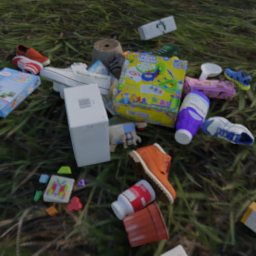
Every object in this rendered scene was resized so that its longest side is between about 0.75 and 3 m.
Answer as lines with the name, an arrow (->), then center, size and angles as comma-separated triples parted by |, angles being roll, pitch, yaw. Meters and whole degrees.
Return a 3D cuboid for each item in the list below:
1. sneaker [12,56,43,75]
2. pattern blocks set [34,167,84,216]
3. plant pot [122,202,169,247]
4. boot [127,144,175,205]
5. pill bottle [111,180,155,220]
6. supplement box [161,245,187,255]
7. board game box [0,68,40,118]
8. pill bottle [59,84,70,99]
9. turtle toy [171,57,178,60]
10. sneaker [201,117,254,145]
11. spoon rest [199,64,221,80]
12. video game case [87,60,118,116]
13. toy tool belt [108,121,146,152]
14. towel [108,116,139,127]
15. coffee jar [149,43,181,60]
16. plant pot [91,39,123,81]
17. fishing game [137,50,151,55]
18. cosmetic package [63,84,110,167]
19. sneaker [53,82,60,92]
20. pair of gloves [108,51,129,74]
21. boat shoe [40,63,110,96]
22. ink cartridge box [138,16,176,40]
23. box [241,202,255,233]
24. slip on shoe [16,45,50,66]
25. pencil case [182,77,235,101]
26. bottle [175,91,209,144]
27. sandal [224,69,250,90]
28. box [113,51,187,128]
sneaker -> -5.397, -3.115, 14.417 | 1.754, 0.625, 0.986 | 16, 44, 12
pattern blocks set -> -2.257, 2.017, 9.130 | 1.834, 0.149, 1.612 | -10, 56, 20
plant pot -> 0.468, 2.897, 8.223 | 1.094, 1.125, 1.125 | -18, 47, -5
boot -> 1.090, 1.469, 9.611 | 1.311, 0.918, 2.446 | -21, 46, -17
pill bottle -> 0.156, 2.312, 8.945 | 1.318, 0.740, 0.740 | -30, 52, -23
supplement box -> 1.227, 4.401, 6.767 | 1.535, 0.895, 2.435 | -18, 49, -17
board game box -> -5.785, -1.742, 13.132 | 2.071, 0.501, 2.738 | 16, 47, 15
pill bottle -> -2.088, -1.859, 12.803 | 1.958, 1.085, 1.085 | 0, 45, -6
turtle toy -> 1.751, -2.324, 13.171 | 2.067, 1.506, 1.045 | -21, 68, 7
sneaker -> 3.836, 0.152, 10.648 | 2.037, 0.767, 0.898 | 9, 22, -11
spoon rest -> 3.987, -2.708, 14.020 | 1.023, 0.624, 2.059 | 22, 50, 21
video game case -> -0.980, -1.798, 12.453 | 2.193, 0.195, 1.569 | 45, 52, -12
toy tool belt -> -0.039, 0.332, 10.939 | 1.636, 1.005, 1.021 | -10, 6, -14
towel -> -0.211, -0.227, 11.900 | 1.052, 0.156, 1.435 | 36, 53, 29
coffee jar -> 1.516, -3.306, 14.150 | 2.408, 1.256, 1.027 | -31, 44, -28
plant pot -> -0.943, -3.219, 13.632 | 2.086, 1.810, 2.086 | -1, 45, 1
fishing game -> 1.126, -3.889, 15.437 | 1.836, 0.285, 1.315 | 28, 49, 26
cosmetic package -> -1.521, -0.099, 10.361 | 1.305, 2.123, 2.117 | -11, 46, -10
sneaker -> -2.798, -2.480, 13.561 | 0.714, 0.950, 1.907 | 30, 51, 30
pair of gloves -> -0.032, -2.451, 12.909 | 0.257, 2.082, 1.855 | -14, 24, 44
boat shoe -> -1.970, -2.058, 11.033 | 2.868, 1.001, 1.017 | 12, 1, -28
ink cartridge box -> 1.669, -5.791, 16.351 | 1.877, 0.792, 1.371 | -21, 18, -4
box -> 4.154, 2.951, 8.222 | 1.497, 0.891, 0.310 | 35, 54, 29
slip on shoe -> -5.212, -3.903, 15.148 | 2.265, 0.693, 0.839 | 27, 49, 21
pencil case -> 3.682, -1.802, 12.894 | 2.296, 0.951, 0.993 | 6, 49, 4
bottle -> 2.569, -0.441, 11.506 | 1.089, 0.851, 2.607 | 35, 49, -4
sandal -> 4.887, -2.267, 12.390 | 0.536, 0.588, 1.349 | -25, 54, -35
box -> 0.928, -1.567, 11.532 | 2.500, 1.525, 2.408 | 12, 70, 8
